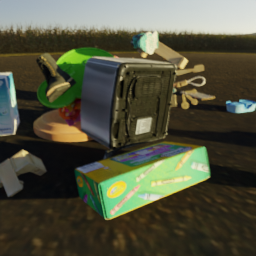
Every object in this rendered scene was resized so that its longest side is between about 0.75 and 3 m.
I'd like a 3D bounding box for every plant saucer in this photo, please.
[{"bbox_3d":[-1.826,-0.256,10.038,3.001,0.484,3.001,1,19,0],"label":"plant saucer"}]

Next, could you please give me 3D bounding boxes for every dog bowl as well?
[{"bbox_3d":[4.890,-0.921,12.150,1.401,0.347,0.781,-7,20,-22],"label":"dog bowl"}]

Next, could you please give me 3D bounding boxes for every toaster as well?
[{"bbox_3d":[-0.031,-0.591,6.544,1.287,1.962,2.169,22,24,41],"label":"toaster"}]

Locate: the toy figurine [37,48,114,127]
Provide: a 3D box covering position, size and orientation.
[{"bbox_3d":[-1.325,-0.737,8.089,1.782,2.184,2.373,39,63,19],"label":"toy figurine"}]

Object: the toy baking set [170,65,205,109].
[{"bbox_3d":[1.695,-1.299,8.705,1.190,1.551,0.180,21,6,12],"label":"toy baking set"}]

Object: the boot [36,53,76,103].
[{"bbox_3d":[-1.730,-1.139,6.049,0.561,1.002,1.448,-38,12,8],"label":"boot"}]

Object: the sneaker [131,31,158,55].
[{"bbox_3d":[0.379,-2.315,7.682,0.693,0.589,1.518,0,18,17],"label":"sneaker"}]

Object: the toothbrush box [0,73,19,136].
[{"bbox_3d":[-4.302,-0.825,9.494,0.807,1.891,1.385,-7,21,-12],"label":"toothbrush box"}]

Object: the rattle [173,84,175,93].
[{"bbox_3d":[0.952,-1.156,8.516,0.888,0.578,0.634,-37,15,7],"label":"rattle"}]

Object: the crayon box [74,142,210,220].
[{"bbox_3d":[0.269,0.910,5.619,2.334,0.680,1.386,-15,9,-26],"label":"crayon box"}]

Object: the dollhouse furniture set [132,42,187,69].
[{"bbox_3d":[0.537,-1.348,9.187,1.269,2.868,1.486,35,16,10],"label":"dollhouse furniture set"}]

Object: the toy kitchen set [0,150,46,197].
[{"bbox_3d":[-2.408,1.158,6.299,0.933,0.841,0.761,-34,66,-1],"label":"toy kitchen set"}]

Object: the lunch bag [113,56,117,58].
[{"bbox_3d":[-0.248,-2.377,12.924,1.974,1.739,0.809,29,-3,-14],"label":"lunch bag"}]

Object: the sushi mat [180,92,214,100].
[{"bbox_3d":[3.659,-1.749,14.910,0.876,0.111,1.831,-9,21,-27],"label":"sushi mat"}]
